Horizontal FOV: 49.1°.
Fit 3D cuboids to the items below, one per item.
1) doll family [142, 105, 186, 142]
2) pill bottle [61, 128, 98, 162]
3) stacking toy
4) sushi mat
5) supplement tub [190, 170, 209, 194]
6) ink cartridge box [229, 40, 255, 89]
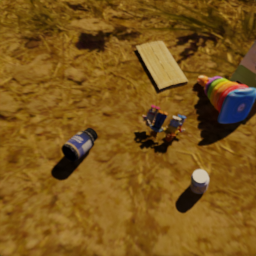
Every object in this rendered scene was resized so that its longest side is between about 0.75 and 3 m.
[{"bbox_3d":[1.263,-0.060,10.186,1.660,1.030,0.748,21,27,2],"label":"doll family"},{"bbox_3d":[-1.677,0.554,9.908,0.720,0.720,1.287,28,45,18],"label":"pill bottle"},{"bbox_3d":[3.631,-1.466,11.175,1.518,1.436,2.616,-10,39,-23],"label":"stacking toy"},{"bbox_3d":[1.481,-2.913,12.719,1.417,0.179,2.961,-15,57,-11],"label":"sushi mat"},{"bbox_3d":[2.304,1.732,9.036,0.559,0.768,0.559,-5,52,6],"label":"supplement tub"},{"bbox_3d":[5.359,-2.520,11.277,0.774,2.611,1.355,-20,55,-43],"label":"ink cartridge box"}]
